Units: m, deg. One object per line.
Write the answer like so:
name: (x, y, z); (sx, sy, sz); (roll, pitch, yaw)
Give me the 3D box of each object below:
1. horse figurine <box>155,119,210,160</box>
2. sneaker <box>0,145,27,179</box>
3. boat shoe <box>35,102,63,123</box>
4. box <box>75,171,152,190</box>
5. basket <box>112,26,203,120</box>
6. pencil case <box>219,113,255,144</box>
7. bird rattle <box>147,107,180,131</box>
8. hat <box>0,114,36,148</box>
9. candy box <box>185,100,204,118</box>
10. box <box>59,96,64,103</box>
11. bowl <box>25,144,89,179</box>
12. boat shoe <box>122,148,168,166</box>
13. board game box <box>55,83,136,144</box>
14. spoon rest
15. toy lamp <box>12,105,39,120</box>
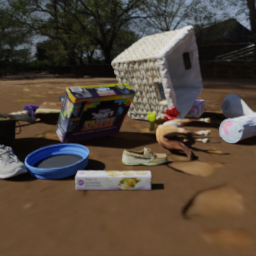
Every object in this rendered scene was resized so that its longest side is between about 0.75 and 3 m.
horse figurine: (1.468, 0.156, 8.128); (1.759, 0.663, 2.654); (-2, 14, 17)
sneaker: (-2.687, 0.686, 6.040); (1.432, 0.587, 0.535); (11, 17, 41)
boat shoe: (-2.456, -0.670, 10.824); (2.337, 0.841, 0.789); (5, 59, 17)
box: (-0.269, 1.003, 5.342); (1.430, 0.277, 0.296); (0, 13, 1)
basket: (1.354, -2.155, 11.487); (2.406, 2.965, 2.992); (6, 39, 35)
pencil case: (3.649, -0.014, 8.733); (1.787, 0.743, 0.810); (-11, -4, -37)
bird rattle: (1.225, -0.322, 9.390); (1.174, 0.661, 0.957); (-21, -23, 25)
hat: (-3.774, 0.148, 7.545); (2.555, 1.031, 2.555); (5, 6, -1)
candy box: (2.717, -0.928, 13.070); (1.437, 0.613, 1.713); (5, 14, 22)
box: (-2.045, -1.539, 15.760); (2.301, 0.625, 2.872); (8, 15, 33)
bowl: (-1.561, 0.735, 6.275); (1.390, 0.273, 1.390); (-3, 18, 1)
boat shoe: (0.410, 0.669, 6.613); (1.096, 0.364, 0.406); (-2, 12, -10)
board game box: (-0.987, -0.454, 8.487); (2.105, 1.740, 0.597); (-11, 48, -37)
spoon rest: (4.532, -0.655, 11.437); (0.656, 1.075, 2.164); (5, 25, -17)
toy lamp: (-4.397, -0.441, 10.693); (0.762, 0.762, 2.618); (8, 14, 33)
